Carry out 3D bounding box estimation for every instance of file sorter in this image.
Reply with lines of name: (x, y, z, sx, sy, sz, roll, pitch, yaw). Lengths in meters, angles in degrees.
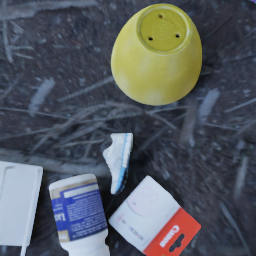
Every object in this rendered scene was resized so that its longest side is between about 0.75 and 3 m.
file sorter: (-3.179, 1.516, 5.611, 2.619, 1.631, 1.818, 11, 79, -18)

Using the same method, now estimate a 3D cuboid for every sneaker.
sneaker: (-0.310, 0.835, 6.768, 0.663, 0.574, 1.531, 8, 70, 8)

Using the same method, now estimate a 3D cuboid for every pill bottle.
pill bottle: (-1.044, 2.030, 6.210, 1.068, 1.068, 1.846, -15, 79, -3)

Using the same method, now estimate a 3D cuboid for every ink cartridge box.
ink cartridge box: (0.647, 2.218, 6.514, 1.748, 0.499, 1.420, 41, 81, 12)

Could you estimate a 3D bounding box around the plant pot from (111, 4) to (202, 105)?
plant pot: (0.737, -1.922, 6.687, 2.382, 1.690, 2.382, 0, 78, 0)

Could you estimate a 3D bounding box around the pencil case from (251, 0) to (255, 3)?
pencil case: (3.499, -3.697, 7.622, 1.278, 0.544, 0.591, 27, 50, 6)
